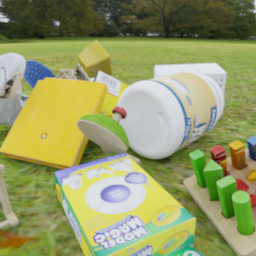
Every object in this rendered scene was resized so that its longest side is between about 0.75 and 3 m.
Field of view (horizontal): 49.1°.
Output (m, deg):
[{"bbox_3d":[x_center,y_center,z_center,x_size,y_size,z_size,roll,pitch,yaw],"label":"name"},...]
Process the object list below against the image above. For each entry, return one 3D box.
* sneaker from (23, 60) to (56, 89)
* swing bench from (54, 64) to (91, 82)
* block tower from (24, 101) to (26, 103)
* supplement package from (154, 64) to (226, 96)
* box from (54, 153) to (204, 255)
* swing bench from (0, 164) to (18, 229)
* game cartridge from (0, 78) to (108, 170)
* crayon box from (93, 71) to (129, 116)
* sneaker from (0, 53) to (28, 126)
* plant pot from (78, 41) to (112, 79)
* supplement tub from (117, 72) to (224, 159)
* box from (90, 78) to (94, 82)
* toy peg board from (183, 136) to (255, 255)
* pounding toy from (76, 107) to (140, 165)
[{"bbox_3d":[-2.797,-1.392,10.592,0.972,2.773,1.080,-52,12,-11],"label":"sneaker"},{"bbox_3d":[-1.759,-1.226,10.114,1.177,1.805,1.815,-33,8,28],"label":"swing bench"},{"bbox_3d":[-2.636,-0.324,9.587,0.798,0.854,2.953,-18,29,-39],"label":"block tower"},{"bbox_3d":[2.274,-1.585,10.807,2.471,1.449,1.444,-1,27,2],"label":"supplement package"},{"bbox_3d":[-0.142,1.513,5.028,1.712,0.706,2.918,-14,28,-24],"label":"box"},{"bbox_3d":[-3.339,1.269,5.003,1.937,1.263,1.947,-18,19,-36],"label":"swing bench"},{"bbox_3d":[-2.002,-0.224,7.807,2.311,0.425,2.622,9,61,20],"label":"game cartridge"},{"bbox_3d":[-0.597,-0.617,8.987,1.509,0.604,2.377,25,44,-16],"label":"crayon box"},{"bbox_3d":[-3.582,-1.039,8.731,1.687,2.935,1.103,7,48,-51],"label":"sneaker"},{"bbox_3d":[-1.560,-2.941,12.722,1.112,1.260,1.260,-30,64,-15],"label":"plant pot"},{"bbox_3d":[1.336,-0.496,8.201,2.110,2.110,2.917,18,28,39],"label":"supplement tub"},{"bbox_3d":[-0.732,-1.420,11.298,1.910,0.373,1.307,35,37,16],"label":"box"},{"bbox_3d":[2.271,0.910,5.163,2.009,0.987,2.017,-25,31,-6],"label":"toy peg board"},{"bbox_3d":[-0.361,0.025,6.648,1.310,1.697,0.787,14,64,35],"label":"pounding toy"}]
